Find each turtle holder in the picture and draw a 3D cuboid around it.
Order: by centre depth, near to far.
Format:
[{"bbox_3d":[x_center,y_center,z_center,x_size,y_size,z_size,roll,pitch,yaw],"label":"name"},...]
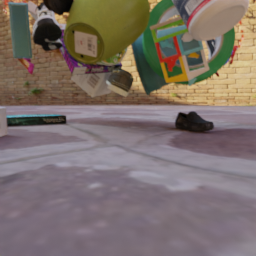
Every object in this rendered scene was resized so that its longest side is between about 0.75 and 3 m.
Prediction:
[{"bbox_3d":[-0.664,-2.724,9.161,1.298,1.388,1.827,27,-4,-20],"label":"turtle holder"}]

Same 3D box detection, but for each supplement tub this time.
[{"bbox_3d":[1.697,-3.170,6.428,1.390,1.981,1.390,-21,-15,-6],"label":"supplement tub"}]

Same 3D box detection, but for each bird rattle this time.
[{"bbox_3d":[1.874,-3.648,12.033,1.795,2.201,1.240,13,-15,-1],"label":"bird rattle"}]

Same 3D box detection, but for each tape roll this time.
[{"bbox_3d":[1.879,-2.837,8.939,2.847,2.847,0.684,0,-3,1],"label":"tape roll"}]

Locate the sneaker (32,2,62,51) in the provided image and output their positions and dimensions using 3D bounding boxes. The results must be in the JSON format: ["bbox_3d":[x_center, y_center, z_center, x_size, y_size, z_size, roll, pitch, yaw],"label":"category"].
[{"bbox_3d":[-2.939,-3.700,9.681,1.002,1.528,2.655,-16,5,-10],"label":"sneaker"}]

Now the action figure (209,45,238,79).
[{"bbox_3d":[3.482,-2.427,10.077,1.764,0.456,0.577,-49,19,-21],"label":"action figure"}]

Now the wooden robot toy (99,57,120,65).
[{"bbox_3d":[-1.136,-3.006,10.536,2.131,0.939,0.967,24,-21,-28],"label":"wooden robot toy"}]

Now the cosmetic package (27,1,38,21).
[{"bbox_3d":[-3.535,-4.431,11.084,0.558,0.342,1.352,32,-1,2],"label":"cosmetic package"}]

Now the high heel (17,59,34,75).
[{"bbox_3d":[-3.516,-2.170,9.551,0.499,0.350,1.039,7,41,-36],"label":"high heel"}]

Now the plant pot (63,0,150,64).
[{"bbox_3d":[-0.677,-2.565,6.974,2.025,2.025,2.164,2,41,19],"label":"plant pot"}]

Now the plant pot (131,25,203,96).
[{"bbox_3d":[1.509,-2.609,10.208,2.302,2.350,2.350,-14,3,13],"label":"plant pot"}]

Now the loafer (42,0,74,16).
[{"bbox_3d":[-1.800,-3.116,6.806,0.637,0.652,1.787,15,17,-4],"label":"loafer"}]

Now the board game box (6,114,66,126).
[{"bbox_3d":[-4.155,-0.347,11.676,2.672,0.376,1.807,-3,7,-31],"label":"board game box"}]

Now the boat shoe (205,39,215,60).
[{"bbox_3d":[3.580,-3.261,11.519,0.546,1.810,0.684,-24,-27,37],"label":"boat shoe"}]

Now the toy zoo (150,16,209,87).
[{"bbox_3d":[1.547,-2.173,8.198,1.315,2.004,0.205,-15,13,13],"label":"toy zoo"}]

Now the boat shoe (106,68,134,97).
[{"bbox_3d":[-0.282,-1.912,11.268,1.056,0.883,2.956,24,11,-9],"label":"boat shoe"}]

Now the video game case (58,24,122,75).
[{"bbox_3d":[-1.708,-3.298,11.605,2.246,2.478,0.444,-12,-27,-34],"label":"video game case"}]

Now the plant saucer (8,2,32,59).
[{"bbox_3d":[-3.020,-2.707,7.861,0.522,1.493,0.142,-5,19,-18],"label":"plant saucer"}]

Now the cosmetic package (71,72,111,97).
[{"bbox_3d":[-1.423,-2.467,13.060,1.405,1.414,1.689,40,26,12],"label":"cosmetic package"}]

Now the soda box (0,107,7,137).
[{"bbox_3d":[-3.786,-0.080,6.849,0.762,0.815,2.393,0,6,-4],"label":"soda box"}]

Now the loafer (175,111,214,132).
[{"bbox_3d":[2.109,-0.225,9.165,0.616,0.637,1.814,-2,6,-22],"label":"loafer"}]
